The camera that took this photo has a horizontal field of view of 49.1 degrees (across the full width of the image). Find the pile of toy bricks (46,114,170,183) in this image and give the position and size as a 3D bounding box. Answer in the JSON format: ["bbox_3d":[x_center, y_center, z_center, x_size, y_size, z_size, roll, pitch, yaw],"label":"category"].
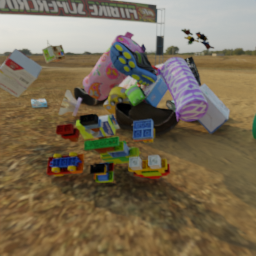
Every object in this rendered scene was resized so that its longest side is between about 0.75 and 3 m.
[{"bbox_3d":[-0.368,0.561,6.199,2.575,1.429,1.271,-6,-26,17],"label":"pile of toy bricks"}]

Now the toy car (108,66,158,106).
[{"bbox_3d":[0.154,-1.344,9.522,2.233,0.498,2.102,-36,22,9],"label":"toy car"}]

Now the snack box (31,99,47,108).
[{"bbox_3d":[-4.510,-1.246,14.128,0.690,0.220,1.189,-6,16,-20],"label":"snack box"}]

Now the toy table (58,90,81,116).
[{"bbox_3d":[-2.328,-0.922,11.322,0.679,1.066,1.159,19,-23,-13],"label":"toy table"}]

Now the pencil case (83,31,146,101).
[{"bbox_3d":[-0.596,-2.182,10.326,1.237,1.237,2.830,-13,-19,-40],"label":"pencil case"}]

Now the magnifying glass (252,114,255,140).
[{"bbox_3d":[4.522,-0.104,9.004,2.424,0.965,0.271,-1,10,-45],"label":"magnifying glass"}]

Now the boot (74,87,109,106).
[{"bbox_3d":[-1.796,-1.743,14.884,1.582,0.769,2.100,-14,24,-38],"label":"boot"}]

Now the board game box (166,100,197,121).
[{"bbox_3d":[2.888,-0.825,12.288,1.852,0.386,2.738,-2,16,-7],"label":"board game box"}]

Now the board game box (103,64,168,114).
[{"bbox_3d":[0.435,-1.474,10.716,2.595,0.523,1.986,-2,46,51],"label":"board game box"}]

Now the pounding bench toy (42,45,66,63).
[{"bbox_3d":[-2.376,-2.543,9.431,0.758,0.471,0.592,-12,11,33],"label":"pounding bench toy"}]

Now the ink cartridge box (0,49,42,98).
[{"bbox_3d":[-3.660,-1.757,9.175,1.380,1.006,0.571,-29,37,38],"label":"ink cartridge box"}]

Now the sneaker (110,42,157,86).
[{"bbox_3d":[0.152,-2.011,8.616,0.700,0.819,1.976,-28,-37,33],"label":"sneaker"}]

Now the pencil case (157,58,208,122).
[{"bbox_3d":[1.599,-1.206,8.427,0.966,0.948,2.260,-11,46,-4],"label":"pencil case"}]

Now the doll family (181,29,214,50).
[{"bbox_3d":[1.834,-2.337,7.388,0.977,0.384,0.565,11,25,0],"label":"doll family"}]

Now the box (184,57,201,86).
[{"bbox_3d":[2.336,-2.022,10.261,0.382,0.887,0.726,-18,42,21],"label":"box"}]

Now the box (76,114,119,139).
[{"bbox_3d":[-0.894,-0.017,8.353,1.131,0.690,0.270,-9,49,13],"label":"box"}]

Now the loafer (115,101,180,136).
[{"bbox_3d":[0.456,-0.396,9.179,2.606,0.930,0.951,4,45,40],"label":"loafer"}]

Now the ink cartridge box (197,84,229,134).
[{"bbox_3d":[2.853,-0.766,10.004,1.424,0.797,2.088,49,26,4],"label":"ink cartridge box"}]
